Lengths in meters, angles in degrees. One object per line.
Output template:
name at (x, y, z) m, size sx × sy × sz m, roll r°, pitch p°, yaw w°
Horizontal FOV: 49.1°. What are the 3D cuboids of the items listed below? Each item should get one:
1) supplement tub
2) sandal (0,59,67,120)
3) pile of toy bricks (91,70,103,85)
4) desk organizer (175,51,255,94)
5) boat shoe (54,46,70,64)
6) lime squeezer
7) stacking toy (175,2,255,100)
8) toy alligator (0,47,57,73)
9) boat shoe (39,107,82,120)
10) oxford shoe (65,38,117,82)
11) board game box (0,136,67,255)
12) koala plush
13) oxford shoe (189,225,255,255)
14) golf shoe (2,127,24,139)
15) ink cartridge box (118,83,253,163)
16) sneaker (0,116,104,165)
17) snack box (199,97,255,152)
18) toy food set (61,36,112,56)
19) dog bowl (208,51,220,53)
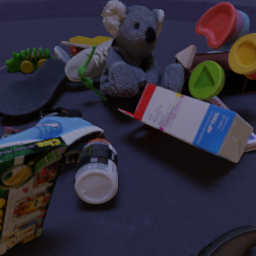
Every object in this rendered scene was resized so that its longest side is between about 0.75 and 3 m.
supplement tub at (-0.566, 0.738, 5.193) m, size 0.757 × 0.757 × 1.235 m, roll -1°, pitch 26°, yaw -2°
sandal at (-2.589, -1.050, 8.095) m, size 1.112 × 0.626 × 2.924 m, roll 31°, pitch 42°, yaw 2°
pile of toy bricks at (-0.746, -2.101, 9.411) m, size 1.875 × 0.926 × 1.040 m, roll -7°, pitch 34°, yaw -10°
desk organizer at (2.979, -1.676, 8.705) m, size 2.860 × 1.026 × 1.101 m, roll -7°, pitch 39°, yaw -8°
boat shoe at (-2.083, -2.092, 9.262) m, size 0.413 × 1.237 × 0.455 m, roll -35°, pitch 5°, yaw 24°
lime squeezer at (-1.029, -1.412, 7.695) m, size 0.633 × 1.792 × 0.338 m, roll -23°, pitch 46°, yaw -13°
stacking toy at (2.543, -1.857, 7.400) m, size 1.004 × 2.152 × 2.377 m, roll 11°, pitch 49°, yaw -36°
toy alligator at (-3.782, -2.466, 10.104) m, size 2.819 × 0.765 × 0.836 m, roll -9°, pitch 35°, yaw -13°
boat shoe at (-1.712, -0.332, 7.216) m, size 1.155 × 0.362 × 0.422 m, roll -11°, pitch 37°, yaw -34°
oxford shoe at (-0.863, -2.186, 8.682) m, size 2.381 × 0.895 × 0.687 m, roll -27°, pitch 5°, yaw -13°
board game box at (-1.481, 0.993, 3.618) m, size 1.036 × 1.977 × 0.232 m, roll -12°, pitch 47°, yaw -42°
koala plush at (0.167, -2.164, 7.727) m, size 2.165 × 2.441 × 2.243 m, roll -5°, pitch 13°, yaw -26°
oxford shoe at (1.262, 1.925, 3.794) m, size 1.724 × 0.626 × 0.728 m, roll -22°, pitch 56°, yaw -26°
golf shoe at (-2.200, 0.324, 5.955) m, size 0.420 × 0.533 × 1.157 m, roll 8°, pitch -8°, yaw 26°
ink cartridge box at (1.169, -0.191, 6.001) m, size 2.487 × 0.836 × 1.445 m, roll 26°, pitch 4°, yaw 36°
sneaker at (-1.720, 0.315, 5.657) m, size 2.432 × 0.953 × 1.094 m, roll -12°, pitch 39°, yaw -40°
snack box at (2.333, -0.130, 7.004) m, size 0.775 × 0.262 × 2.157 m, roll -12°, pitch 35°, yaw -6°
toy food set at (-1.438, -2.915, 10.602) m, size 1.501 × 0.833 × 2.551 m, roll 12°, pitch 27°, yaw 12°
dog bowl at (3.355, -2.316, 10.063) m, size 1.315 × 0.518 × 1.315 m, roll -1°, pitch 32°, yaw 0°
